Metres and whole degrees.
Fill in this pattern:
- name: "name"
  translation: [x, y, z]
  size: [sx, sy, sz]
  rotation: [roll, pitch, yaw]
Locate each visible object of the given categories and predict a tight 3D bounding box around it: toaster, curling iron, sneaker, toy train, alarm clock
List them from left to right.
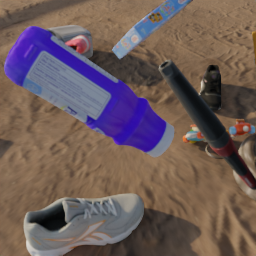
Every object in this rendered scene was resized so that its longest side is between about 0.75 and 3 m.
- name: "sneaker"
  translation: [-1.482, -1.696, 6.331]
  size: [1.261, 0.465, 0.547]
  rotation: [-22, 19, 23]
- name: "toaster"
  translation: [-2.125, -3.004, 9.973]
  size: [1.264, 1.112, 1.957]
  rotation: [-22, 38, -27]
- name: "sneaker"
  translation: [-0.728, 1.598, 4.980]
  size: [2.232, 1.027, 0.845]
  rotation: [-16, 45, -17]
- name: "sneaker"
  translation: [2.454, -1.263, 8.304]
  size: [0.661, 0.764, 1.745]
  rotation: [5, 43, 6]
- name: "toy train"
  translation: [2.070, 0.037, 6.631]
  size: [1.543, 1.159, 0.429]
  rotation: [-4, 76, 2]
- name: "curling iron"
  translation: [0.997, 0.047, 2.852]
  size: [0.510, 2.059, 0.263]
  rotation: [-50, 25, 2]
- name: "alarm clock"
  translation: [3.001, 0.768, 6.081]
  size: [2.609, 0.868, 1.760]
  rotation: [14, 44, 20]

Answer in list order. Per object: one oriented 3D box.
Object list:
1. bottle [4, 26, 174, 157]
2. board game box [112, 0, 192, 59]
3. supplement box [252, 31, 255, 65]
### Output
- name: "bottle"
  translation: [-0.471, -0.421, 4.161]
  size: [2.543, 0.830, 1.062]
  rotation: [32, -4, -17]
- name: "board game box"
  translation: [0.697, -2.743, 7.234]
  size: [2.170, 0.397, 1.641]
  rotation: [-42, 11, -17]
- name: "supplement box"
  translation: [3.834, -1.998, 6.368]
  size: [0.949, 0.918, 2.759]
  rotation: [-10, 10, 0]
